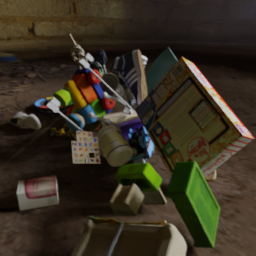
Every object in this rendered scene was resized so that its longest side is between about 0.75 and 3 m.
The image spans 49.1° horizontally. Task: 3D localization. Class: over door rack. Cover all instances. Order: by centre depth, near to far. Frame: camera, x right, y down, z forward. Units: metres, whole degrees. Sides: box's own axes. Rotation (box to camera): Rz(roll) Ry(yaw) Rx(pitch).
[{"bbox_3d":[-1.048,-0.579,7.977,0.820,2.463,1.820,1,53,43],"label":"over door rack"}]

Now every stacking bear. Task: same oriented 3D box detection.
[{"bbox_3d":[-1.889,-0.565,11.499,1.672,1.015,0.951,7,-18,46],"label":"stacking bear"}]

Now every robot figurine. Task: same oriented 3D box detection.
[{"bbox_3d":[-0.574,-1.112,11.637,1.595,1.881,1.062,-20,58,3],"label":"robot figurine"}]

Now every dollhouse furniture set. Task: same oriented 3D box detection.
[{"bbox_3d":[0.306,2.192,5.132,1.960,1.501,2.991,-10,33,33],"label":"dollhouse furniture set"}]

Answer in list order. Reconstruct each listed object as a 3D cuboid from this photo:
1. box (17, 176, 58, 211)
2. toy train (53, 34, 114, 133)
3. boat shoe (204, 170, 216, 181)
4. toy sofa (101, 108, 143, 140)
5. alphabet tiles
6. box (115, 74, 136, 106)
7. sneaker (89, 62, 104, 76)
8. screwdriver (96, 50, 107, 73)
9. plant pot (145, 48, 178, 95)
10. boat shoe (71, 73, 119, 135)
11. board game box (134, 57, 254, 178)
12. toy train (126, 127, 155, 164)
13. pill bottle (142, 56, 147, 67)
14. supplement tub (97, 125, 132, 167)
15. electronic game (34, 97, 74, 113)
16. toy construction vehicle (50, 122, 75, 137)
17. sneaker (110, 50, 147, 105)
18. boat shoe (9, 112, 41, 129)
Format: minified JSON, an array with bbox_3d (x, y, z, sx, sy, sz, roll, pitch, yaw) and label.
[{"bbox_3d":[-2.184,1.570,6.811,0.913,0.497,0.584,-6,23,-15],"label":"box"},{"bbox_3d":[-1.691,-1.275,8.614,1.139,2.691,1.557,3,39,47],"label":"toy train"},{"bbox_3d":[2.045,1.172,8.023,0.371,0.320,1.017,-17,28,-36],"label":"boat shoe"},{"bbox_3d":[0.501,-0.118,9.624,2.783,1.152,1.358,-14,23,-13],"label":"toy sofa"},{"bbox_3d":[-1.040,0.472,6.810,0.693,0.829,0.031,4,-27,-28],"label":"alphabet tiles"},{"bbox_3d":[0.036,-2.245,14.400,1.064,1.812,1.782,10,25,22],"label":"box"},{"bbox_3d":[-1.393,-2.124,12.156,0.993,2.545,1.084,28,71,4],"label":"sneaker"},{"bbox_3d":[-0.913,-2.470,10.949,0.384,0.368,2.639,-20,-5,3],"label":"screwdriver"},{"bbox_3d":[1.719,-1.759,11.906,1.807,2.684,2.684,-33,16,16],"label":"plant pot"},{"bbox_3d":[-1.150,-0.813,10.306,0.984,2.634,0.901,35,10,-7],"label":"boat shoe"},{"bbox_3d":[1.518,-0.149,7.407,0.648,2.120,2.799,12,41,-43],"label":"board game box"},{"bbox_3d":[0.376,0.558,8.641,0.721,0.950,1.663,-18,18,18],"label":"toy train"},{"bbox_3d":[0.510,-2.743,12.305,0.449,0.788,0.449,18,28,-10],"label":"pill bottle"},{"bbox_3d":[-0.384,0.463,7.451,0.704,0.704,0.971,-12,48,-27],"label":"supplement tub"},{"bbox_3d":[-3.540,-1.189,13.650,2.029,0.422,2.029,0,22,0],"label":"electronic game"},{"bbox_3d":[-2.330,0.021,10.751,1.055,0.372,0.918,6,24,13],"label":"toy construction vehicle"},{"bbox_3d":[0.014,-1.652,9.849,1.106,2.039,0.715,-9,-12,17],"label":"sneaker"},{"bbox_3d":[-4.144,-0.237,11.142,1.772,0.638,0.607,19,41,37],"label":"boat shoe"}]
